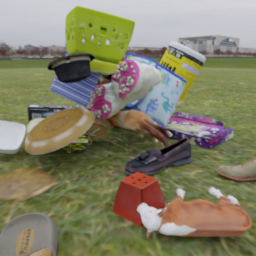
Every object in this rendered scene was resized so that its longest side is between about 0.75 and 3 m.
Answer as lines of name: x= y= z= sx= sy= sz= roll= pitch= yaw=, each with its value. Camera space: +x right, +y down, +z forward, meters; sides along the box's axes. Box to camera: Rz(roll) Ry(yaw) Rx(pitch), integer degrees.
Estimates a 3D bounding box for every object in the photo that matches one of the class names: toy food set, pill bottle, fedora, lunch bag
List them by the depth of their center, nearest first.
fedora: x=-1.364 y=-1.430 z=6.965 sx=1.199 sy=0.548 sz=1.199 roll=-14 pitch=1 yaw=0
lunch bag: x=0.530 y=-1.232 z=9.546 sx=2.284 sy=1.942 sz=1.456 roll=30 pitch=-16 yaw=-7
toy food set: x=-0.652 y=-1.868 z=10.452 sx=1.057 sy=1.797 sz=0.587 roll=20 pitch=37 yaw=-47
pill bottle: x=1.823 y=-1.940 z=11.616 sx=1.611 sy=2.819 sz=1.611 roll=25 pitch=15 yaw=-7

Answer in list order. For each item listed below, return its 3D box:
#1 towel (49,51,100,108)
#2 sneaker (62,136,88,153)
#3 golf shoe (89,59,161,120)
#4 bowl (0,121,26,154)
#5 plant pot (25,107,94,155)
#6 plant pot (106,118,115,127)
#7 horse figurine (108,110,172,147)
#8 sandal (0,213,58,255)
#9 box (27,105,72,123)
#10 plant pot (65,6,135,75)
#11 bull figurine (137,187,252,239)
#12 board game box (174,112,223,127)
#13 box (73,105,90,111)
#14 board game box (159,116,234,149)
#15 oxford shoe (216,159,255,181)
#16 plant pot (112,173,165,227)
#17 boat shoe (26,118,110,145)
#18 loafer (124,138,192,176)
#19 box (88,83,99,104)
towel: x=-1.639 y=-1.689 z=9.179 sx=1.296 sy=1.790 sz=0.213 roll=25 pitch=-21 yaw=-15
sneaker: x=-1.795 y=0.508 z=8.274 sx=1.232 sy=0.521 sz=0.459 roll=1 pitch=12 yaw=-9
golf shoe: x=-0.149 y=-0.950 z=8.109 sx=1.267 sy=1.042 sz=2.768 roll=-6 pitch=-15 yaw=-37
bowl: x=-3.577 y=0.323 z=8.096 sx=1.085 sy=0.406 sz=1.087 roll=9 pitch=42 yaw=-9
plant pot: x=-1.881 y=-0.025 z=7.509 sx=2.021 sy=0.278 sz=2.021 roll=-17 pitch=28 yaw=9
plant pot: x=-0.268 y=-0.880 z=11.042 sx=1.283 sy=1.319 sz=1.319 roll=-22 pitch=5 yaw=28
horse figurine: x=0.198 y=-0.096 z=8.934 sx=1.831 sy=0.689 sz=2.762 roll=32 pitch=-8 yaw=-36
sandal: x=-1.280 y=1.761 z=3.419 sx=1.212 sy=0.810 sz=2.967 roll=-4 pitch=16 yaw=-12
box: x=-2.605 y=-0.178 z=9.441 sx=1.423 sy=1.122 sz=0.354 roll=3 pitch=18 yaw=-2
plant pot: x=-0.982 y=-2.477 z=8.377 sx=1.757 sy=1.602 sz=1.765 roll=7 pitch=7 yaw=-23
bull figurine: x=1.094 y=1.479 z=4.816 sx=1.833 sy=0.597 sz=1.113 roll=3 pitch=16 yaw=10
board game box: x=2.815 y=-0.326 z=11.211 sx=1.693 sy=0.273 sz=1.016 roll=16 pitch=-4 yaw=45
box: x=-2.254 y=-0.953 z=14.063 sx=0.977 sy=0.216 sz=0.783 roll=2 pitch=16 yaw=7
board game box: x=2.167 y=0.090 z=10.163 sx=1.639 sy=0.441 sz=2.730 roll=-11 pitch=19 yaw=-44
oxford shoe: x=2.887 y=0.966 z=6.710 sx=1.453 sy=0.543 sz=0.512 roll=3 pitch=16 yaw=11
plant pot: x=0.214 y=1.292 z=5.346 sx=0.760 sy=0.670 sz=0.759 roll=14 pitch=22 yaw=39
boat shoe: x=-1.836 y=0.177 z=8.886 sx=2.641 sy=0.968 sz=0.828 roll=-5 pitch=27 yaw=-14
loafer: x=0.812 y=0.717 z=7.380 sx=2.076 sy=0.654 sz=0.746 roll=-9 pitch=18 yaw=-30
box: x=-1.077 y=-1.851 z=12.873 sx=1.606 sy=1.623 sz=1.956 roll=30 pitch=17 yaw=-27
